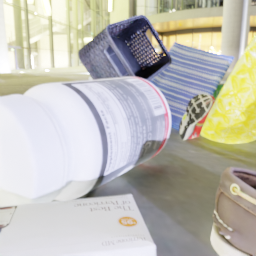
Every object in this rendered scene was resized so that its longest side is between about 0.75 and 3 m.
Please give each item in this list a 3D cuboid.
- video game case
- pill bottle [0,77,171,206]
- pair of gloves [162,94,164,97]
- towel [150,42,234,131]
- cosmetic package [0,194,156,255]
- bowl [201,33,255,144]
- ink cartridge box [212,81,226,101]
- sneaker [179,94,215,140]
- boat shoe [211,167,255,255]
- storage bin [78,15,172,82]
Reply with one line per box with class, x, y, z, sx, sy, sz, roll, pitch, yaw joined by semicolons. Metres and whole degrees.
video game case;0.191;-2.317;11.729;2.795;0.321;2.546;6;27;28
pill bottle;-0.678;0.099;4.326;1.645;1.645;2.889;10;17;34
pair of gloves;-0.188;-0.755;7.082;1.789;0.253;2.225;-20;33;-16
towel;1.535;-1.312;8.291;2.056;2.839;0.339;25;-18;30
cosmetic package;-0.989;1.111;2.461;2.303;0.583;0.950;-3;15;-11
bowl;3.004;-0.697;6.240;1.544;2.870;2.870;31;24;17
ink cartridge box;2.163;-0.928;9.407;2.878;1.195;2.110;4;15;22
sneaker;1.700;-0.264;6.591;0.654;1.541;0.593;-3;59;-15
boat shoe;2.093;1.023;2.231;2.859;0.851;1.027;11;18;38
storage bin;0.013;-1.665;6.603;0.982;1.416;2.094;-26;12;38
